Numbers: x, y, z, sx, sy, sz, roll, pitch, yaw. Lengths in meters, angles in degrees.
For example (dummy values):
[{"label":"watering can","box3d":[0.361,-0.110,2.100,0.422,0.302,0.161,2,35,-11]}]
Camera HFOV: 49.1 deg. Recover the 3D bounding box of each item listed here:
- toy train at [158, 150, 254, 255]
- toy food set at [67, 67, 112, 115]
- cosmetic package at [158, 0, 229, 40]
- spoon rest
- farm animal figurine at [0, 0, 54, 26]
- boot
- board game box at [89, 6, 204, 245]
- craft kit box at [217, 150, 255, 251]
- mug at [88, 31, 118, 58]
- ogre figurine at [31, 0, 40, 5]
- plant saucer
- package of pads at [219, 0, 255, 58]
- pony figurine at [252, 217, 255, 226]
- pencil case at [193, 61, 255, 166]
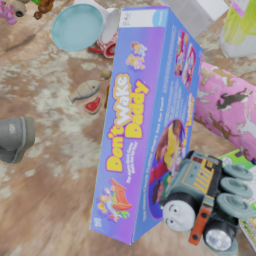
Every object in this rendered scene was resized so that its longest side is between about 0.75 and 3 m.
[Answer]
[{"label":"toy train","box3d":[0.815,0.691,2.897,0.795,0.594,1.395,20,22,18]},{"label":"toy food set","box3d":[-0.420,-0.798,5.781,1.473,0.232,0.936,-39,78,-15]},{"label":"cosmetic package","box3d":[1.199,-3.502,6.893,0.653,1.064,2.579,-43,93,-15]},{"label":"spoon rest","box3d":[-0.649,-2.736,7.103,0.598,1.972,0.980,29,100,16]},{"label":"farm animal figurine","box3d":[-1.985,-2.200,4.696,1.059,0.659,1.311,60,39,-8]},{"label":"boot","box3d":[-2.970,0.194,4.876,2.247,2.043,0.815,-3,69,-33]},{"label":"board game box","box3d":[0.378,-0.025,3.883,0.585,1.756,2.612,10,93,27]},{"label":"craft kit box","box3d":[3.862,1.566,6.511,2.967,0.720,2.930,-19,63,-12]},{"label":"mug","box3d":[-0.777,-2.918,9.291,0.865,1.151,1.296,-1,55,-44]},{"label":"ogre figurine","box3d":[-2.786,-3.722,6.060,2.131,1.046,1.278,17,22,-40]},{"label":"plant saucer","box3d":[-0.869,-1.734,4.933,0.965,0.173,0.965,-4,73,11]},{"label":"package of pads","box3d":[3.073,-2.564,6.131,1.663,2.152,0.734,-7,54,-7]},{"label":"pony figurine","box3d":[2.745,0.829,3.769,2.089,2.017,1.740,-39,52,15]},{"label":"pencil case","box3d":[1.525,-0.509,5.281,2.826,1.170,1.223,38,106,29]}]
